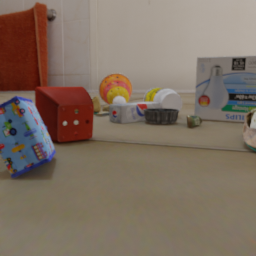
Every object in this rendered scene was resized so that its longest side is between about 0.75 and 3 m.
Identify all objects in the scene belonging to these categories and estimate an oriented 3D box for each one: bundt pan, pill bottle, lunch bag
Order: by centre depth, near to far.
[{"bbox_3d":[-1.630,0.060,4.719,0.662,1.060,1.408,-24,6,4],"label":"lunch bag"},{"bbox_3d":[1.138,-0.402,9.699,1.253,0.470,1.253,0,10,0],"label":"bundt pan"},{"bbox_3d":[1.461,-1.092,11.777,1.145,1.145,2.036,-2,10,-14],"label":"pill bottle"}]

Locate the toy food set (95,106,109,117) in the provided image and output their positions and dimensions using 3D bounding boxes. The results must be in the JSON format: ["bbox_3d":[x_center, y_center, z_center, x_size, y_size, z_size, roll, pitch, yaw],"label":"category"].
[{"bbox_3d":[-0.590,-0.767,12.336,1.307,0.324,2.057,1,9,6],"label":"toy food set"}]

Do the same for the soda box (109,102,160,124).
[{"bbox_3d":[0.280,-0.593,10.311,2.005,0.636,0.684,-8,12,-41],"label":"soda box"}]

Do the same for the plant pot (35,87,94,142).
[{"bbox_3d":[-1.483,-0.276,6.851,1.289,1.288,1.136,-6,19,-31],"label":"plant pot"}]

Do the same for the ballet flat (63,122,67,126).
[{"bbox_3d":[-2.247,-0.117,8.091,0.419,0.419,1.168,5,-7,29],"label":"ballet flat"}]

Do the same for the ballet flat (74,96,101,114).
[{"bbox_3d":[-2.568,-1.012,12.174,2.752,0.867,0.945,-3,10,-17],"label":"ballet flat"}]

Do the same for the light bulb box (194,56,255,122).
[{"bbox_3d":[3.749,-1.447,10.355,2.283,2.303,1.437,5,12,29],"label":"light bulb box"}]

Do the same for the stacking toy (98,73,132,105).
[{"bbox_3d":[-0.527,-1.729,15.119,1.975,1.975,2.703,-2,26,-10],"label":"stacking toy"}]

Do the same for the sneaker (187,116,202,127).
[{"bbox_3d":[2.143,-0.240,9.006,0.480,0.358,1.068,-3,5,11],"label":"sneaker"}]

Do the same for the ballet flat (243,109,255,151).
[{"bbox_3d":[2.995,-0.021,6.347,0.814,0.805,2.393,2,10,12],"label":"ballet flat"}]
